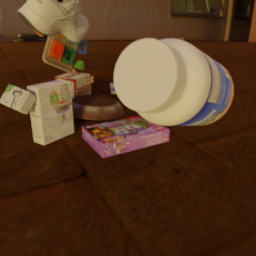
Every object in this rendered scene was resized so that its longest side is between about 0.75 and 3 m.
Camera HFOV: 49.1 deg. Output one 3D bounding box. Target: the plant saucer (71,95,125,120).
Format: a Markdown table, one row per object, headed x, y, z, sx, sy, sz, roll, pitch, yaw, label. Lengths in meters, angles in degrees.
| x | y | z | sx | sy | sz | roll | pitch | yaw | label |
| --- | --- | --- | --- | --- | --- | --- | --- | --- | --- |
| -1.427 | -0.967 | 11.936 | 2.622 | 0.480 | 2.622 | 5 | 19 | -2 | plant saucer |

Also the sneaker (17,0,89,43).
| x | y | z | sx | sy | sz | roll | pitch | yaw | label |
| --- | --- | --- | --- | --- | --- | --- | --- | --- | --- |
| -1.348 | -2.451 | 6.025 | 0.815 | 0.952 | 2.186 | 41 | 21 | 4 | sneaker |

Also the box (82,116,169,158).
| x | y | z | sx | sy | sz | roll | pitch | yaw | label |
| --- | --- | --- | --- | --- | --- | --- | --- | --- | --- |
| -0.099 | 0.200 | 9.308 | 2.436 | 0.476 | 1.667 | -12 | 25 | -27 | box |

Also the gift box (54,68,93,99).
| x | y | z | sx | sy | sz | roll | pitch | yaw | label |
| --- | --- | --- | --- | --- | --- | --- | --- | --- | --- |
| -2.558 | -2.054 | 13.567 | 1.422 | 1.541 | 1.439 | 14 | 24 | 19 | gift box |

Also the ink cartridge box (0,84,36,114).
| x | y | z | sx | sy | sz | roll | pitch | yaw | label |
| --- | --- | --- | --- | --- | --- | --- | --- | --- | --- |
| -3.284 | -0.855 | 8.348 | 0.866 | 0.632 | 0.364 | 20 | -12 | 21 | ink cartridge box |

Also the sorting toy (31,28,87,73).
| x | y | z | sx | sy | sz | roll | pitch | yaw | label |
| --- | --- | --- | --- | --- | --- | --- | --- | --- | --- |
| -1.930 | -2.579 | 8.644 | 0.374 | 1.545 | 2.744 | 14 | 2 | 23 | sorting toy |

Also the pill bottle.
| x | y | z | sx | sy | sz | roll | pitch | yaw | label |
| --- | --- | --- | --- | --- | --- | --- | --- | --- | --- |
| 0.840 | -0.703 | 4.745 | 1.356 | 1.356 | 2.420 | 15 | 9 | 32 | pill bottle |

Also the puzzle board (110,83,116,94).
| x | y | z | sx | sy | sz | roll | pitch | yaw | label |
| --- | --- | --- | --- | --- | --- | --- | --- | --- | --- |
| 0.470 | -2.345 | 15.908 | 2.991 | 0.260 | 2.254 | -2 | 22 | -5 | puzzle board |

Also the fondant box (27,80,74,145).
| x | y | z | sx | sy | sz | roll | pitch | yaw | label |
| --- | --- | --- | --- | --- | --- | --- | --- | --- | --- |
| -2.516 | -0.541 | 9.276 | 0.547 | 1.879 | 1.356 | 15 | 25 | 32 | fondant box |
